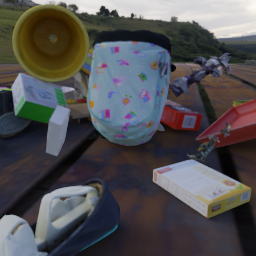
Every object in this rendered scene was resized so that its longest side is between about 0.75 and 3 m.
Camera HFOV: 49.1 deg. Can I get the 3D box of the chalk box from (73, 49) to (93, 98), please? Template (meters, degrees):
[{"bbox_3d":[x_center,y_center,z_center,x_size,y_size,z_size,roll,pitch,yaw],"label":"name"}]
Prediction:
[{"bbox_3d":[-0.849,-1.753,10.498,1.460,1.467,2.359,-36,58,-25],"label":"chalk box"}]

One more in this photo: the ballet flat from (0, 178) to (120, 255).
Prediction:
[{"bbox_3d":[-1.006,1.247,3.151,0.933,0.933,2.554,11,20,33],"label":"ballet flat"}]

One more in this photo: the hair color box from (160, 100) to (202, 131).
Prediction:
[{"bbox_3d":[1.416,-0.477,9.137,0.944,0.570,1.860,3,16,-29],"label":"hair color box"}]

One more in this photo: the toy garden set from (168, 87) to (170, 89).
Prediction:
[{"bbox_3d":[1.610,-2.122,15.712,1.596,0.318,1.330,-6,16,-23],"label":"toy garden set"}]

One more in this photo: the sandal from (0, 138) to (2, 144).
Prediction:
[{"bbox_3d":[-4.287,0.014,7.226,2.824,0.806,1.121,20,-20,42],"label":"sandal"}]

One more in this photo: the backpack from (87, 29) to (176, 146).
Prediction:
[{"bbox_3d":[-0.067,-1.010,7.130,2.388,2.861,1.811,3,-16,12],"label":"backpack"}]

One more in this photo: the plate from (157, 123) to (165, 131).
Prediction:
[{"bbox_3d":[0.387,-0.665,9.072,0.282,1.739,1.743,-43,16,6],"label":"plate"}]

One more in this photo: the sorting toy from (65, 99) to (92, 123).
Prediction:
[{"bbox_3d":[-1.620,-0.533,9.908,1.093,0.383,2.267,-9,27,-28],"label":"sorting toy"}]

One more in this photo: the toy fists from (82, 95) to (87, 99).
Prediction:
[{"bbox_3d":[-1.503,-1.318,11.621,0.446,0.301,0.874,-6,-10,22],"label":"toy fists"}]

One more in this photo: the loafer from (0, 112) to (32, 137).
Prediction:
[{"bbox_3d":[-3.399,-0.147,8.616,0.673,0.623,1.790,40,30,0],"label":"loafer"}]

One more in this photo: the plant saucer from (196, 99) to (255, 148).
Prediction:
[{"bbox_3d":[3.399,-0.307,7.148,2.561,0.471,2.566,-23,5,47],"label":"plant saucer"}]

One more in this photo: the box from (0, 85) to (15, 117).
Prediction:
[{"bbox_3d":[-4.578,-0.773,9.478,1.923,1.195,1.428,2,17,10],"label":"box"}]

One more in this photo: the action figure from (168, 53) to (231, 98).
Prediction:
[{"bbox_3d":[2.977,-2.245,11.437,2.698,0.936,1.756,-33,20,9],"label":"action figure"}]

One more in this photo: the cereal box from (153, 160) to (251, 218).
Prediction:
[{"bbox_3d":[1.261,1.009,5.008,1.025,0.282,1.425,-9,19,-29],"label":"cereal box"}]

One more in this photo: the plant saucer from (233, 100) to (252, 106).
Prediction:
[{"bbox_3d":[5.167,-0.702,10.626,1.711,0.410,1.708,-4,17,-11],"label":"plant saucer"}]

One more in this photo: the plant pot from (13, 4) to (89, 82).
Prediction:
[{"bbox_3d":[-2.560,-2.943,9.461,2.297,2.297,2.161,-4,25,-13],"label":"plant pot"}]

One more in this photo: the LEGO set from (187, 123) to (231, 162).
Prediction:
[{"bbox_3d":[1.754,0.381,5.900,0.755,0.330,1.163,-47,2,-34],"label":"LEGO set"}]

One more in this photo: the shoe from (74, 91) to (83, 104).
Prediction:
[{"bbox_3d":[-1.353,-1.166,11.789,2.399,0.640,0.839,9,19,28],"label":"shoe"}]

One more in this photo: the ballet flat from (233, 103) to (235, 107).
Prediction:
[{"bbox_3d":[4.640,-0.963,11.826,0.259,0.238,0.755,-2,17,-7],"label":"ballet flat"}]

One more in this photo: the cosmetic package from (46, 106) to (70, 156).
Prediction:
[{"bbox_3d":[-1.533,0.085,6.049,0.294,1.160,0.479,18,49,-5],"label":"cosmetic package"}]

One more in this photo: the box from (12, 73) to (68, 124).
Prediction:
[{"bbox_3d":[-2.798,-0.877,8.898,1.482,0.717,1.308,16,39,-41],"label":"box"}]

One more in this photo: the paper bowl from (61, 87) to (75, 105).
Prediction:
[{"bbox_3d":[-2.968,-1.201,11.616,1.547,0.805,1.547,0,16,0],"label":"paper bowl"}]
